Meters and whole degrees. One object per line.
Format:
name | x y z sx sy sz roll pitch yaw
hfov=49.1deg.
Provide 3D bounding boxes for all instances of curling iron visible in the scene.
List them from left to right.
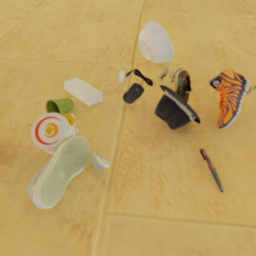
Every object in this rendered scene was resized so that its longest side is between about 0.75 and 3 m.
curling iron | 2.511 1.222 8.353 0.195 0.378 1.524 -26 51 7

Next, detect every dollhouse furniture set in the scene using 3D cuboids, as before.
dollhouse furniture set | 1.741 -2.043 11.665 0.791 0.693 0.525 38 88 18

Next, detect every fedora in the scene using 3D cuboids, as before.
fedora | 1.503 -0.533 9.479 0.931 2.039 2.039 -46 50 5

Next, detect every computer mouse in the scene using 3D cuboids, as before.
computer mouse | 0.132 -1.480 10.370 1.016 1.447 0.333 40 35 -16

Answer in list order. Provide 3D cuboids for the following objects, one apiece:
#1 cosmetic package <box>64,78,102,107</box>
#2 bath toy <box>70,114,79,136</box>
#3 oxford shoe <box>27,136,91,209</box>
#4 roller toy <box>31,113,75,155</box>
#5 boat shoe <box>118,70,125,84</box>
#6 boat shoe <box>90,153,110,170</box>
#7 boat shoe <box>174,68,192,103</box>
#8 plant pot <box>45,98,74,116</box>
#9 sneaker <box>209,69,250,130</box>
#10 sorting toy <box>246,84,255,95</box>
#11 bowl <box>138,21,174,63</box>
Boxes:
cosmetic package | -1.831 -1.466 11.302 1.655 0.419 0.683 34 44 32
bath toy | -1.879 -0.038 9.464 0.321 0.378 0.869 -16 84 -20
oxford shoe | -1.947 1.169 8.037 0.805 1.048 2.787 -22 24 34
roller toy | -2.317 0.183 8.778 1.331 0.930 1.214 -1 73 5
boat shoe | -0.253 -2.229 12.287 0.318 0.323 0.911 9 41 -5
boat shoe | -0.863 1.067 8.327 0.359 0.367 1.030 25 0 -28
boat shoe | 1.892 -1.279 9.445 0.537 1.454 0.538 -32 46 -12
plant pot | -2.448 -0.743 10.331 0.861 0.861 0.818 28 36 28
sneaker | 3.376 -1.118 9.991 1.302 0.902 2.324 33 64 -9
sorting toy | 4.473 -1.452 10.507 0.793 0.117 0.586 -25 31 34
bowl | 1.113 -3.760 12.944 0.920 2.046 2.046 -35 50 -10
